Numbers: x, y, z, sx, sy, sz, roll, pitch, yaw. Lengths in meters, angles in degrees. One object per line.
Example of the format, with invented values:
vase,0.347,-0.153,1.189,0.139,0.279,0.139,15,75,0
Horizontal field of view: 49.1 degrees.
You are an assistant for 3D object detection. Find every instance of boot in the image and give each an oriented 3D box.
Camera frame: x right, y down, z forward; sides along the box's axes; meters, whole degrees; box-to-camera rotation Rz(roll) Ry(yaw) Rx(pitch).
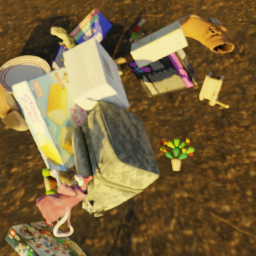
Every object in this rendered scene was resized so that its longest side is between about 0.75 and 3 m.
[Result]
boot,-0.412,-2.910,13.475,0.776,0.293,0.886,-18,54,3
boot,-3.600,-0.764,8.241,0.701,1.459,1.996,-27,102,0
boot,2.373,-2.897,8.966,1.808,0.693,1.404,-5,56,-16

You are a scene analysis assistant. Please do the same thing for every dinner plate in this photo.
dinner plate,-4.877,-2.445,13.126,2.452,0.297,2.452,0,54,1

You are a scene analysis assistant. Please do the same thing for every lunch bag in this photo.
lunch bag,-0.545,0.807,7.285,1.639,1.973,2.352,19,37,-39

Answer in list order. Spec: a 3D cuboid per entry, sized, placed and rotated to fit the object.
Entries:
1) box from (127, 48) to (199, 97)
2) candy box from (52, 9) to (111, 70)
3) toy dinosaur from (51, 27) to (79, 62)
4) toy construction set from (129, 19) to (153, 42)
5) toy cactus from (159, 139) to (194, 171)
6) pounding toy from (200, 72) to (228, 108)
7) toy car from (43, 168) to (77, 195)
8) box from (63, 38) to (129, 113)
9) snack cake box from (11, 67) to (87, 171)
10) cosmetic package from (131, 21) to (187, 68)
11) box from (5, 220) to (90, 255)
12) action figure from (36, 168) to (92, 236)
box,1.188,-1.994,9.924,2.233,1.597,0.403,-9,36,47
candy box,-1.818,-3.059,10.572,0.898,2.330,1.970,43,70,-14
toy dinosaur,-1.626,-2.212,8.306,0.432,1.819,0.802,20,83,32
toy construction set,1.029,-3.291,10.365,1.755,1.349,1.464,45,40,-5
toy cactus,1.244,0.677,7.226,0.990,0.506,0.817,1,90,31
pounding toy,3.121,-1.343,9.670,1.041,1.815,1.038,20,93,15
toy car,-1.721,1.318,7.120,0.782,0.617,0.643,-9,91,-16
box,-0.862,-1.296,7.771,1.020,1.561,1.553,-22,66,14
snack cake box,-2.122,-0.276,8.522,0.928,2.762,1.589,-6,21,42
cosmetic package,0.884,-2.434,8.183,1.529,0.559,0.791,-22,32,17
box,-1.883,3.129,7.072,2.031,1.387,0.383,29,95,27
action figure,-1.282,1.503,5.894,1.468,0.984,1.093,-39,58,25
